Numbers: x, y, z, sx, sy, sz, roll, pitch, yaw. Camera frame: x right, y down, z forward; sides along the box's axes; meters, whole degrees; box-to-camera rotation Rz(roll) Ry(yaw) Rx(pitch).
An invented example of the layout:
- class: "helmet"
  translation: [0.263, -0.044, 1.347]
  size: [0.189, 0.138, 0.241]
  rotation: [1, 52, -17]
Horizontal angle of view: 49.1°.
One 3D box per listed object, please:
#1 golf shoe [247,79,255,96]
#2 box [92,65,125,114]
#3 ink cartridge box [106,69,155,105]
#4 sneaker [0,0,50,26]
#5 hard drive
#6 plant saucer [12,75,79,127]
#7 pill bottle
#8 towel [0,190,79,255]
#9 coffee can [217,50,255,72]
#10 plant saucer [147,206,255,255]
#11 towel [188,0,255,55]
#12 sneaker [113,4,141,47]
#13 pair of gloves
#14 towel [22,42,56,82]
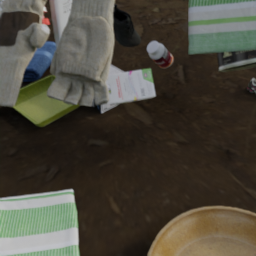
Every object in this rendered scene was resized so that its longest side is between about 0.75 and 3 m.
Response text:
- class: "golf shoe"
  translation: [4.281, -1.218, 9.049]
  size: [0.369, 0.421, 0.956]
  rotation: [-22, 46, -25]
- class: "box"
  translation: [-1.087, -1.564, 9.196]
  size: [1.422, 0.733, 2.438]
  rotation: [-29, 48, -30]
- class: "ink cartridge box"
  translation: [-0.013, -0.809, 5.633]
  size: [1.006, 0.589, 0.338]
  rotation: [-10, 2, -12]
- class: "sneaker"
  translation: [-2.268, -3.272, 6.668]
  size: [2.969, 1.591, 0.991]
  rotation: [-45, 24, -1]
- class: "hard drive"
  translation: [-1.488, -3.069, 8.015]
  size: [0.302, 2.298, 1.516]
  rotation: [33, 53, 23]
- class: "plant saucer"
  translation: [-2.472, -0.772, 8.484]
  size: [1.886, 0.451, 1.883]
  rotation: [31, 49, 31]
- class: "pill bottle"
  translation: [0.882, -2.056, 7.858]
  size: [0.480, 0.849, 0.480]
  rotation: [-12, 67, 31]
- class: "towel"
  translation: [-1.805, 2.206, 5.118]
  size: [1.789, 0.274, 2.345]
  rotation: [-6, 41, -8]
- class: "coffee can"
  translation: [3.018, -2.717, 7.105]
  size: [1.683, 2.300, 1.683]
  rotation: [-10, 4, 1]
- class: "plant saucer"
  translation: [1.696, 2.640, 4.403]
  size: [2.961, 0.524, 2.961]
  rotation: [0, 40, 0]
- class: "towel"
  translation: [2.120, -2.720, 5.384]
  size: [1.879, 2.463, 0.288]
  rotation: [0, 8, 12]
- class: "sneaker"
  translation: [-0.137, -3.021, 8.391]
  size: [0.781, 1.720, 0.653]
  rotation: [-4, 68, 44]
- class: "pair of gloves"
  translation: [-1.140, -1.182, 4.001]
  size: [2.168, 0.380, 1.844]
  rotation: [1, 81, 23]
- class: "towel"
  translation: [-3.516, -2.513, 10.438]
  size: [1.362, 0.592, 2.439]
  rotation: [4, 39, 4]
